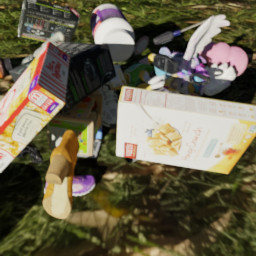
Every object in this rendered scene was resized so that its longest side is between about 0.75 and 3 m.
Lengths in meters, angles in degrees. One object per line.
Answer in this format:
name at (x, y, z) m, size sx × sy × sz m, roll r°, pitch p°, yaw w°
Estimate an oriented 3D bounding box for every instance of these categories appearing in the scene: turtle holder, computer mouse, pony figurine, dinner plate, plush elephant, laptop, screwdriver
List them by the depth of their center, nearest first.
computer mouse at (1.377, -1.522, 7.234) m, size 1.678 × 0.492 × 0.286 m, roll 29°, pitch 57°, yaw 21°
computer mouse at (-3.233, 0.506, 7.693) m, size 1.723 × 1.193 × 0.454 m, roll 5°, pitch 61°, yaw 2°
pony figurine at (1.812, -1.833, 8.736) m, size 2.753 × 2.375 × 2.852 m, roll -43°, pitch 34°, yaw -17°
plush elephant at (-2.590, -2.224, 9.777) m, size 1.334 × 1.419 × 1.723 m, roll 49°, pitch 63°, yaw -6°
laptop at (-1.699, 0.282, 10.127) m, size 1.345 × 0.832 × 1.436 m, roll 5°, pitch 40°, yaw 6°
screwdriver at (2.532, -4.277, 12.331) m, size 2.948 × 0.429 × 0.411 m, roll -17°, pitch 53°, yaw 9°
turtle holder at (0.373, -2.141, 12.787) m, size 1.283 × 1.373 × 1.807 m, roll 23°, pitch 74°, yaw 34°
dinner plate at (0.621, -3.771, 12.857) m, size 0.112 × 0.925 × 0.925 m, roll 27°, pitch 24°, yaw -37°

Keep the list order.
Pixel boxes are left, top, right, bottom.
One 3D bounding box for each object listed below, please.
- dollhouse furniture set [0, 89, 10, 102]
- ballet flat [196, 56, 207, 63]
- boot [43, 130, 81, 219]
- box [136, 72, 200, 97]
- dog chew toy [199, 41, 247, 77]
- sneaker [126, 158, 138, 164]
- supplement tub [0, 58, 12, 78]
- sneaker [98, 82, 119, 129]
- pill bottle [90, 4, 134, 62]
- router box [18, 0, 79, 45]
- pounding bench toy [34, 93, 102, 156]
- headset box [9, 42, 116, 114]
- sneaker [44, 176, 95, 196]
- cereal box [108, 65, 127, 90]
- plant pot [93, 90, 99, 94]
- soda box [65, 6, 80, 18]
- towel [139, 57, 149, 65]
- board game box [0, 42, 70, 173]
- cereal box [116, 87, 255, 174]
dollhouse furniture set at (-5.404, -0.960, 11.061) m, size 2.337 × 1.531 × 1.173 m, roll -4°, pitch 41°, yaw -6°
ballet flat at (3.984, -3.803, 15.432) m, size 1.158 × 0.400 × 0.412 m, roll -11°, pitch 22°, yaw -20°
boot at (-1.403, 1.068, 6.326) m, size 0.649 × 1.846 × 1.321 m, roll 12°, pitch 41°, yaw 2°
box at (1.709, -1.487, 12.085) m, size 2.272 × 0.565 × 1.792 m, roll 36°, pitch 51°, yaw 19°
dog chew toy at (3.492, -2.633, 10.505) m, size 1.849 × 1.151 × 1.151 m, roll 21°, pitch 39°, yaw -10°
sneaker at (0.781, 0.882, 9.417) m, size 1.585 × 1.030 × 2.745 m, roll -33°, pitch 39°, yaw -27°
supplement tub at (-6.813, -2.922, 13.776) m, size 2.027 × 1.084 × 1.084 m, roll -16°, pitch 42°, yaw -18°
sneaker at (-0.904, -1.357, 11.409) m, size 1.109 × 1.691 × 2.940 m, roll -12°, pitch 41°, yaw -13°
pill bottle at (-0.652, -3.929, 11.698) m, size 1.633 × 1.633 × 2.932 m, roll -8°, pitch 40°, yaw -10°
router box at (-2.988, -3.885, 10.481) m, size 1.973 × 1.478 × 0.613 m, roll 5°, pitch 63°, yaw -28°
pounding bench toy at (-1.962, -0.298, 8.681) m, size 2.118 × 1.316 × 1.652 m, roll 8°, pitch 38°, yaw 1°
headset box at (-1.867, -1.489, 7.933) m, size 1.984 × 1.057 × 2.278 m, roll 15°, pitch 45°, yaw 38°
sneaker at (-1.798, 1.677, 8.566) m, size 1.570 × 0.694 × 0.632 m, roll -7°, pitch 39°, yaw -10°
cereal box at (-0.415, -1.627, 8.995) m, size 0.588 × 0.162 × 0.817 m, roll -13°, pitch 76°, yaw -35°
plant pot at (-1.915, -0.830, 11.075) m, size 1.680 × 1.680 × 1.128 m, roll -7°, pitch 76°, yaw -8°
soda box at (-2.339, -4.739, 11.579) m, size 0.308 × 0.279 × 0.880 m, roll 55°, pitch 18°, yaw 4°
towel at (1.085, -3.675, 15.444) m, size 0.820 × 0.123 × 0.600 m, roll -33°, pitch 50°, yaw -30°
board game box at (-2.265, -0.319, 5.831) m, size 0.608 × 2.624 × 1.988 m, roll 35°, pitch 24°, yaw -29°
cereal box at (1.186, 0.147, 6.441) m, size 2.904 × 2.089 × 0.574 m, roll 8°, pitch 53°, yaw 3°
